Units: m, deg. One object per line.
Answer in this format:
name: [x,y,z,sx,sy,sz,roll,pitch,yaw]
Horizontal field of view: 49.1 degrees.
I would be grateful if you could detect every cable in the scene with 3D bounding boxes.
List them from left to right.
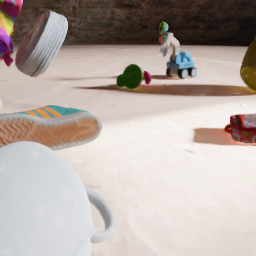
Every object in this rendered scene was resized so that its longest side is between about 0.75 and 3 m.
cable: [-2.032,-1.974,6.528,0.562,1.625,1.625,28,32,-33]

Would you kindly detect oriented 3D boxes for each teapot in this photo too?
teapot: [-1.026,1.243,2.837,1.511,2.042,2.069,38,66,5]

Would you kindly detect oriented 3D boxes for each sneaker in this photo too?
sneaker: [-2.223,0.016,6.995,2.964,1.058,1.184,-4,17,-32]

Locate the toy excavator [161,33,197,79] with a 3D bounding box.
toy excavator: [2.760,-4.052,15.733,2.415,2.483,1.240,-15,25,-36]

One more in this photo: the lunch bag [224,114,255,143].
lunch bag: [3.254,-0.002,7.698,1.160,0.540,1.317,0,19,14]

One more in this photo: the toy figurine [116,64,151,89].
toy figurine: [0.454,-2.420,13.915,1.579,1.185,1.453,-16,-6,36]

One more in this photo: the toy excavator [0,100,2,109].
toy excavator: [-5.483,-1.185,10.413,2.091,1.074,2.150,-2,33,1]

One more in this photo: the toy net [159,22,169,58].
toy net: [1.178,-3.054,9.832,0.239,1.240,0.650,8,-11,-24]

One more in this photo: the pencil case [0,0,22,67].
pencil case: [-3.139,-2.812,6.612,1.251,1.251,2.830,-1,63,-3]

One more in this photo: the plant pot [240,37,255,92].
plant pot: [6.268,-2.754,12.504,2.013,2.836,2.836,-41,31,-7]
